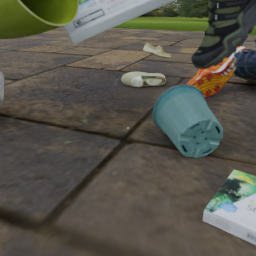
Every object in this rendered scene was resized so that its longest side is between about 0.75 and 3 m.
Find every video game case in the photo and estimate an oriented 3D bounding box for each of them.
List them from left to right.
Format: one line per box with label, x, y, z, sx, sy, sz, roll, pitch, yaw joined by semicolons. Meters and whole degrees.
video game case;-0.396;-3.457;7.158;2.891;0.342;2.631;-24;50;-1

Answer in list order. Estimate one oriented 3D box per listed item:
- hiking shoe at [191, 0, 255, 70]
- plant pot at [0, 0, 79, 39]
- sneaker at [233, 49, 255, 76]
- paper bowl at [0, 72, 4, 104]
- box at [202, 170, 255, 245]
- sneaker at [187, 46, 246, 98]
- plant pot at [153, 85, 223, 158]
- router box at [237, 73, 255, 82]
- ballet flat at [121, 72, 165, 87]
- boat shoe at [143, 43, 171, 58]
hiking shoe;1.697;-2.238;4.814;1.273;2.529;0.958;30;33;-4
plant pot;-2.436;-2.652;5.683;2.080;1.946;1.946;-12;16;33
sneaker;2.945;-1.455;6.161;1.450;0.551;1.047;-10;9;-39
paper bowl;-4.651;-0.926;7.403;2.494;1.297;2.494;-1;-9;0
box;2.003;1.256;4.604;1.035;0.261;1.434;18;29;33
sneaker;3.083;-2.029;10.215;2.857;1.043;1.102;-37;38;-16
plant pot;1.408;-0.107;6.449;1.371;1.371;1.342;-5;32;-11
router box;5.326;-2.056;10.593;1.782;0.739;2.379;5;15;-44
ballet flat;0.650;-1.895;11.138;1.795;0.623;0.623;-5;25;-10
boat shoe;1.154;-3.028;10.934;1.157;0.384;0.428;21;14;13
